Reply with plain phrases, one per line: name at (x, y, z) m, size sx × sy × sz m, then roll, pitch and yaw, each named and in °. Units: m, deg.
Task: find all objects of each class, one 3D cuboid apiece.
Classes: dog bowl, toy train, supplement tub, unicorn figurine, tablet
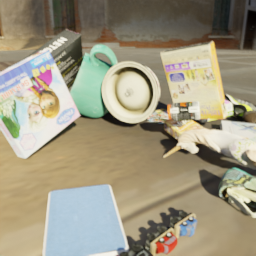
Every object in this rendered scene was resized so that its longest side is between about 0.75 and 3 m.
dog bowl at (0.171, -1.243, 9.502) m, size 2.060 × 2.060 × 0.759 m, roll 9°, pitch 20°, yaw 23°
toy train at (0.589, 1.873, 4.649) m, size 1.805 × 0.308 × 0.413 m, roll -18°, pitch 30°, yaw -39°
supplement tub at (1.536, -0.454, 7.743) m, size 0.850 × 0.521 × 0.521 m, roll -3°, pitch 19°, yaw 13°
unicorn figurine at (2.529, 0.515, 7.102) m, size 1.928 × 1.036 × 2.806 m, roll 15°, pitch -9°, yaw -24°
tablet at (-0.857, 1.720, 5.305) m, size 1.370 × 0.144 × 2.106 m, roll -4°, pitch 20°, yaw -11°

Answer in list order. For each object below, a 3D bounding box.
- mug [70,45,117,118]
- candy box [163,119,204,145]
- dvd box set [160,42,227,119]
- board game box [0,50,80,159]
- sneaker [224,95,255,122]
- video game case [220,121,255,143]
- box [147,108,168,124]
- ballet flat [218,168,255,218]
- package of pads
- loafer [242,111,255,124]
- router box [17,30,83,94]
mug at (-1.237, -1.565, 10.800) m, size 1.713 × 2.276 × 2.770 m, roll 22°, pitch -14°, yaw -16°
candy box at (1.804, 0.069, 8.910) m, size 0.771 × 0.369 × 1.336 m, roll -19°, pitch 32°, yaw -18°
dvd box set at (2.215, -1.483, 9.449) m, size 1.843 × 2.520 × 0.370 m, roll 2°, pitch 30°, yaw 43°
board game box at (-2.632, -0.686, 7.788) m, size 0.455 × 2.205 × 2.210 m, roll 6°, pitch 39°, yaw 41°
sneaker at (4.586, -0.799, 11.554) m, size 0.857 × 0.783 × 2.119 m, roll 2°, pitch 26°, yaw -16°
video game case at (4.238, 0.360, 8.704) m, size 2.539 × 0.279 × 2.315 m, roll 7°, pitch 21°, yaw 13°
box at (1.418, -0.474, 11.196) m, size 0.858 × 0.237 × 1.257 m, roll 11°, pitch 23°, yaw 28°
ballet flat at (2.735, 1.504, 5.287) m, size 0.832 × 0.832 × 2.242 m, roll -16°, pitch 24°, yaw -38°
package of pads at (3.155, -0.840, 11.415) m, size 1.373 × 0.606 × 1.778 m, roll -14°, pitch 22°, yaw -12°
loafer at (5.042, -0.224, 10.182) m, size 1.756 × 0.641 × 0.626 m, roll 0°, pitch 53°, yaw -5°
router box at (-2.683, -1.749, 9.886) m, size 0.763 × 2.228 × 2.988 m, roll 23°, pitch 51°, yaw 17°
